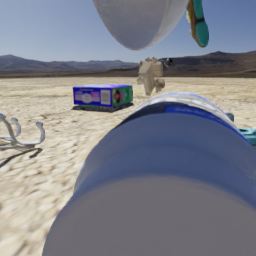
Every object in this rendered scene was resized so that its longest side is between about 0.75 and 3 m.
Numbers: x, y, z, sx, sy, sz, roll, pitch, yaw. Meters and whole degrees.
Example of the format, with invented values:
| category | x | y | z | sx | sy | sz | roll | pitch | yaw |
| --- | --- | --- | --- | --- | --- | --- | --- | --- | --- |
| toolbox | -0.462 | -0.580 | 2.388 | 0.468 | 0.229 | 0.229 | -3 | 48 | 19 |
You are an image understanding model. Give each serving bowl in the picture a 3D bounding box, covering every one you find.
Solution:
| category | x | y | z | sx | sy | sz | roll | pitch | yaw |
| --- | --- | --- | --- | --- | --- | --- | --- | --- | --- |
| serving bowl | 0.110 | -1.798 | 2.931 | 0.605 | 1.840 | 1.840 | -25 | 21 | -19 |

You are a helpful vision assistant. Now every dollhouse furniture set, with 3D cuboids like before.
| category | x | y | z | sx | sy | sz | roll | pitch | yaw |
| --- | --- | --- | --- | --- | --- | --- | --- | --- | --- |
| dollhouse furniture set | 0.284 | -0.827 | 5.060 | 0.428 | 0.748 | 0.877 | 9 | 46 | 27 |

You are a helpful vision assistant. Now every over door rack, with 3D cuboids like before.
| category | x | y | z | sx | sy | sz | roll | pitch | yaw |
| --- | --- | --- | --- | --- | --- | --- | --- | --- | --- |
| over door rack | -3.533 | 0.088 | 5.846 | 2.115 | 0.954 | 2.863 | 8 | 15 | 35 |

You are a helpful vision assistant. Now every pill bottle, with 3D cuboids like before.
| category | x | y | z | sx | sy | sz | roll | pitch | yaw |
| --- | --- | --- | --- | --- | --- | --- | --- | --- | --- |
| pill bottle | 0.416 | 0.514 | 2.562 | 1.516 | 1.516 | 2.665 | 2 | 13 | 10 |

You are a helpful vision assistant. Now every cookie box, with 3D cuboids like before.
| category | x | y | z | sx | sy | sz | roll | pitch | yaw |
| --- | --- | --- | --- | --- | --- | --- | --- | --- | --- |
| cookie box | -1.139 | -1.621 | 13.560 | 2.067 | 0.908 | 2.417 | 5 | 14 | 23 |

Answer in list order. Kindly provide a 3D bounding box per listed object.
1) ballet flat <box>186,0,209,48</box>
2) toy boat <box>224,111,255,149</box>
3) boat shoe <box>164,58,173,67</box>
| category | x | y | z | sx | sy | sz | roll | pitch | yaw |
| --- | --- | --- | --- | --- | --- | --- | --- | --- | --- |
| ballet flat | 1.450 | -2.273 | 6.047 | 0.374 | 1.103 | 0.399 | -24 | 16 | -22 |
| toy boat | 2.147 | 0.124 | 6.042 | 1.396 | 0.772 | 1.661 | 3 | 13 | 14 |
| boat shoe | 1.731 | -2.753 | 11.572 | 0.235 | 0.276 | 0.824 | -36 | 10 | 34 |
